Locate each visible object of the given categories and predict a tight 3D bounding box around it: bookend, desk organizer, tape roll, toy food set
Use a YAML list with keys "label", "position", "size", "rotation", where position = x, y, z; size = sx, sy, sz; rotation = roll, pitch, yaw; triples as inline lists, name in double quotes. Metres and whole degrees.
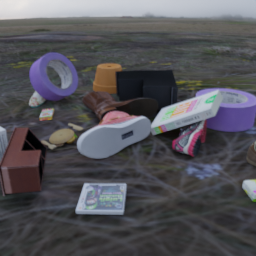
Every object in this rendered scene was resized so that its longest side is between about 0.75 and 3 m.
- label: "bookend"
  position: [0.755, -1.711, 13.359]
  size: [2.930, 1.358, 2.948]
  rotation: [-1, 26, 3]
- label: "desk organizer"
  position: [-3.026, 0.857, 8.338]
  size: [0.965, 0.899, 2.507]
  rotation: [-3, 25, -11]
- label: "tape roll"
  position: [4.047, -0.812, 11.775]
  size: [2.466, 1.048, 2.466]
  rotation: [0, 26, 0]
- label: "tape roll"
  position: [-3.643, -2.509, 13.874]
  size: [0.935, 2.200, 2.200]
  rotation: [-15, 10, 41]
- label: "toy food set"
  position: [-2.372, 0.373, 10.143]
  size: [0.978, 0.284, 1.417]
  rotation: [19, 43, 41]

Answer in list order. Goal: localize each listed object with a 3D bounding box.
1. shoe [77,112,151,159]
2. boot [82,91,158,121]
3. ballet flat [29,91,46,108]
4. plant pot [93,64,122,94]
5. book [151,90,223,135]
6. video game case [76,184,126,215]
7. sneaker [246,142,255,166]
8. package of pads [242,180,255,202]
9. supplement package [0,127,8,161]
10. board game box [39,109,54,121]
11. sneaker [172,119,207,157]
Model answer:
- label: "shoe"
  position: [-0.685, 0.172, 9.770]
  size: [2.972, 1.062, 1.352]
  rotation: [-19, 24, -37]
- label: "boot"
  position: [-0.464, -1.153, 12.762]
  size: [2.774, 0.956, 2.976]
  rotation: [-10, 22, -20]
- label: "ballet flat"
  position: [-4.380, -1.662, 14.104]
  size: [0.769, 0.650, 2.033]
  rotation: [5, 26, 11]
- label: "plant pot"
  position: [-1.058, -2.841, 15.848]
  size: [1.915, 1.340, 1.915]
  rotation: [0, 26, 0]
- label: "book"
  position: [2.155, -0.511, 10.414]
  size: [2.467, 0.593, 1.648]
  rotation: [-20, 16, 35]
- label: "video game case"
  position: [-0.653, 1.781, 7.112]
  size: [1.148, 0.134, 1.044]
  rotation: [0, 27, 4]
- label: "sneaker"
  position: [4.509, 0.965, 8.296]
  size: [1.873, 0.707, 0.660]
  rotation: [15, 29, 31]
- label: "package of pads"
  position: [3.521, 1.625, 7.372]
  size: [0.814, 0.278, 0.629]
  rotation: [-3, 25, -6]
- label: "supplement package"
  position: [-4.768, 0.692, 8.390]
  size: [1.081, 1.123, 1.974]
  rotation: [20, 30, 34]
- label: "board game box"
  position: [-3.599, -0.589, 12.383]
  size: [0.505, 0.158, 1.057]
  rotation: [-6, 28, -6]
- label: "sneaker"
  position: [2.239, 0.190, 9.810]
  size: [0.807, 0.871, 2.162]
  rotation: [10, 27, 26]
